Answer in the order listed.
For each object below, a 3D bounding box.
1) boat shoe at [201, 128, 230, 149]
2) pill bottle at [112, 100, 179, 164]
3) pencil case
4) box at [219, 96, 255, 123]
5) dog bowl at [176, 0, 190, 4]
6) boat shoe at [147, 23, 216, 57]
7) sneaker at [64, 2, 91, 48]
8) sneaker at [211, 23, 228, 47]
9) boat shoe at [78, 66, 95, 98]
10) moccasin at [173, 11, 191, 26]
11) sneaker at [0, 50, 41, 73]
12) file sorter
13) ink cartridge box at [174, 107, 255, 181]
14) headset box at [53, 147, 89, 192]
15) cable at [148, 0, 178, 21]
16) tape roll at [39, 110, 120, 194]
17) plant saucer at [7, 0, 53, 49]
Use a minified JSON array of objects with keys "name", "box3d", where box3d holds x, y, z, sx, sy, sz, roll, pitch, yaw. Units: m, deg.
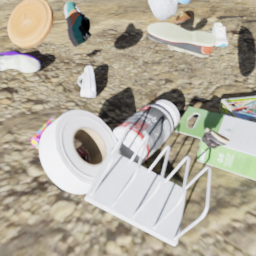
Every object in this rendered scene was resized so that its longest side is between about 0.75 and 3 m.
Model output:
[{"name":"boat shoe","box3d":[1.801,0.267,5.901,0.403,0.363,1.121,28,7,-3]},{"name":"pill bottle","box3d":[0.541,0.054,7.828,1.147,1.147,1.980,25,43,28]},{"name":"pencil case","box3d":[-2.394,0.150,8.269,0.481,0.481,1.089,13,41,16]},{"name":"box","box3d":[4.547,-0.465,9.038,2.707,0.470,1.490,-7,38,-9]},{"name":"dog bowl","box3d":[1.553,-3.719,7.337,0.574,0.255,1.030,36,66,-8]},{"name":"boat shoe","box3d":[1.556,-2.603,8.424,2.084,0.652,0.742,10,61,-3]},{"name":"sneaker","box3d":[-1.649,-3.609,9.501,0.761,0.680,1.904,-20,64,13]},{"name":"sneaker","box3d":[4.614,-4.699,14.243,0.745,0.787,1.948,2,39,0]},{"name":"boat shoe","box3d":[-1.598,-1.794,10.581,0.613,0.690,1.874,-3,37,-10]},{"name":"moccasin","box3d":[1.951,-4.015,10.228,0.950,0.367,0.347,-39,17,-27]},{"name":"sneaker","box3d":[-4.688,-2.952,12.010,2.171,0.755,1.080,6,37,8]},{"name":"file sorter","box3d":[0.465,1.094,5.803,2.082,1.296,1.445,28,40,-2]},{"name":"ink cartridge box","box3d":[2.738,0.396,7.642,2.752,0.816,1.429,17,41,21]},{"name":"headset box","box3d":[-1.387,0.992,6.942,1.001,0.745,0.387,-31,48,-33]},{"name":"cable","box3d":[1.091,-4.342,8.880,0.604,1.746,1.745,-6,1,28]},{"name":"tape roll","box3d":[-1.082,0.552,6.634,1.924,0.673,1.924,30,44,-33]},{"name":"plant saucer","box3d":[-2.425,-2.586,6.837,1.285,0.207,1.285,-3,79,18]}]
